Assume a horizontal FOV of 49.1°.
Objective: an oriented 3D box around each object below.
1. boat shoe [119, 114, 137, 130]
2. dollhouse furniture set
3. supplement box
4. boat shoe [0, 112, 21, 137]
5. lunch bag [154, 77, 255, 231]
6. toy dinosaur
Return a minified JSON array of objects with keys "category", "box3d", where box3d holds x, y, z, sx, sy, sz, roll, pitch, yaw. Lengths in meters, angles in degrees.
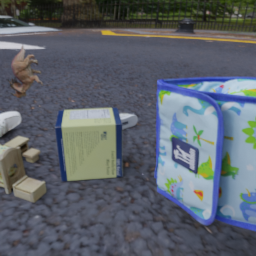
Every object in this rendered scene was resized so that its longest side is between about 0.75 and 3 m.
[{"category":"boat shoe","box3d":[-0.516,-0.285,12.860,2.035,0.732,0.669,-20,27,-35]},{"category":"dollhouse furniture set","box3d":[-3.560,0.940,9.551,2.592,1.441,2.292,11,29,21]},{"category":"supplement box","box3d":[-1.290,0.538,9.634,2.079,2.082,1.397,-3,27,-7]},{"category":"boat shoe","box3d":[-5.641,0.064,12.079,2.396,0.849,0.831,-32,40,-32]},{"category":"lunch bag","box3d":[1.905,0.388,5.186,2.939,2.499,1.873,9,23,25]},{"category":"toy dinosaur","box3d":[-3.242,-1.672,8.517,1.056,1.558,0.669,-15,18,-9]}]
